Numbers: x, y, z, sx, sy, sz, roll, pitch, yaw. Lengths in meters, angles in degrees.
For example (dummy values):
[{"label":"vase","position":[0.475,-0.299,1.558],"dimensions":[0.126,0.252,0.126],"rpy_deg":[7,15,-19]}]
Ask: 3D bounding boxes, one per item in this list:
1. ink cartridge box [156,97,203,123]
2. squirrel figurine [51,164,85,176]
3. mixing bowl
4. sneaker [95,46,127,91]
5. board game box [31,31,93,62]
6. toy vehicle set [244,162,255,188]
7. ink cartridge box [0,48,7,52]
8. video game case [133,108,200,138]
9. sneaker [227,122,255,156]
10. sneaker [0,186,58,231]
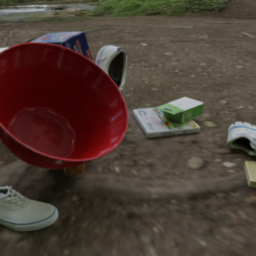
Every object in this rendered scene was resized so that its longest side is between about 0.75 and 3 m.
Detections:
[{"label":"ink cartridge box","position":[1.738,-0.566,9.477],"dimensions":[1.559,0.462,0.809],"rpy_deg":[-20,32,-36]},{"label":"squirrel figurine","position":[-1.409,0.642,6.992],"dimensions":[1.116,0.846,1.196],"rpy_deg":[31,39,24]},{"label":"mixing bowl","position":[-1.610,-0.217,6.024],"dimensions":[2.898,1.569,2.898],"rpy_deg":[19,47,-22]},{"label":"sneaker","position":[-0.673,-1.161,8.542],"dimensions":[0.998,2.732,0.967],"rpy_deg":[4,8,-35]},{"label":"board game box","position":[-2.202,-2.163,9.679],"dimensions":[0.840,2.723,2.721],"rpy_deg":[-35,46,-24]},{"label":"toy vehicle set","position":[3.592,1.196,6.782],"dimensions":[1.367,0.181,0.849],"rpy_deg":[6,27,12]},{"label":"ink cartridge box","position":[-3.166,-1.164,8.753],"dimensions":[1.854,2.518,1.821],"rpy_deg":[-21,33,-33]},{"label":"video game case","position":[1.237,-0.256,9.634],"dimensions":[1.753,0.221,1.927],"rpy_deg":[-6,26,-11]},{"label":"sneaker","position":[3.823,0.486,7.670],"dimensions":[2.257,0.846,0.978],"rpy_deg":[6,33,31]},{"label":"sneaker","position":[-2.328,1.542,5.560],"dimensions":[1.870,0.662,0.683],"rpy_deg":[4,27,9]}]
